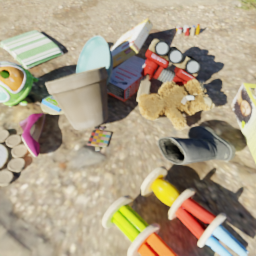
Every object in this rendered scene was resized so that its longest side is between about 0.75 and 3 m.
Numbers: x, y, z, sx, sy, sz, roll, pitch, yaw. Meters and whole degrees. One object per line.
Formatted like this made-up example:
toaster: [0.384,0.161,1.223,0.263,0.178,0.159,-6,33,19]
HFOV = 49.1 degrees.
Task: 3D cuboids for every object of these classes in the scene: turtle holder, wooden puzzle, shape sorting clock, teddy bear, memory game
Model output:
turtle holder: [-4.282,-1.668,9.736,1.960,1.392,1.489,36,91,38]
wooden puzzle: [-0.935,0.347,9.140,0.634,0.075,1.068,9,46,8]
shape sorting clock: [-2.430,-0.922,10.202,1.462,0.287,1.462,-1,36,1]
teddy bear: [1.576,-0.807,9.334,2.527,0.844,1.832,-32,74,-16]
memory game: [-4.283,0.989,8.469,2.472,0.157,2.472,0,47,0]

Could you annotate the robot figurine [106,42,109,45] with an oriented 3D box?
robot figurine: [-1.196,-3.779,12.999,0.570,0.229,0.787,10,48,10]

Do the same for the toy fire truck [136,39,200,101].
toy fire truck: [1.310,-1.859,10.331,1.974,2.243,1.443,29,20,-8]

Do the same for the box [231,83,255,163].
box: [4.155,-0.091,8.811,0.727,1.092,2.901,3,46,-8]

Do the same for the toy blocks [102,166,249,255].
toy blocks: [1.114,2.439,6.490,2.302,1.003,2.762,-34,55,-29]

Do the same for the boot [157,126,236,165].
boot: [1.684,0.460,7.840,2.130,0.773,1.937,-4,18,-30]

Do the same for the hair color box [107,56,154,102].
hair color box: [0.031,-1.979,10.984,1.127,0.649,2.032,30,52,24]

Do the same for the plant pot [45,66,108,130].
plant pot: [-1.420,-0.920,9.015,1.952,1.693,1.952,-15,15,4]

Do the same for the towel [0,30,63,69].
towel: [-4.451,-3.654,12.850,1.999,0.307,2.620,-32,53,-27]

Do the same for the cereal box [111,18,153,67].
cereal box: [0.004,-3.591,11.982,1.745,0.479,2.426,-21,31,39]

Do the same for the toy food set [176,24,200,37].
toy food set: [2.935,-4.926,13.890,1.174,0.528,0.561,20,49,18]

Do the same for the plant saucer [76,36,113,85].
plant saucer: [-1.193,-2.163,10.308,0.416,2.313,2.313,5,38,-38]

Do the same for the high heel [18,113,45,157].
high heel: [-2.883,0.171,8.941,0.904,0.635,1.885,-28,39,-12]
